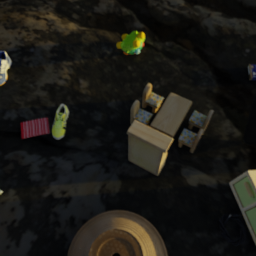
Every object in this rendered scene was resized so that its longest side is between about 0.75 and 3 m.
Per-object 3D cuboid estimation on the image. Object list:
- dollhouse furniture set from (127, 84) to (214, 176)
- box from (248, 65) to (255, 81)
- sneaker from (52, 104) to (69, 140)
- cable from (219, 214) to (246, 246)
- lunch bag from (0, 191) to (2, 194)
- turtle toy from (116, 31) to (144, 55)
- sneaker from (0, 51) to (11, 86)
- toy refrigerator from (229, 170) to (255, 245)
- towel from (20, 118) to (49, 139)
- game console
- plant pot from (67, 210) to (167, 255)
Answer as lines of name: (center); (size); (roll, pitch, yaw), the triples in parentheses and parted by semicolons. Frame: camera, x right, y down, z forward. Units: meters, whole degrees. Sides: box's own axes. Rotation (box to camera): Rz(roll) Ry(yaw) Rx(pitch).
dollhouse furniture set: (1.253, -0.173, 9.637); (2.591, 1.964, 2.957); (26, 62, 15)
box: (5.827, -2.331, 11.985); (1.276, 0.207, 0.773); (6, 59, 2)
sneaker: (-2.591, -0.249, 10.512); (0.545, 0.553, 1.446); (2, 62, -1)
cable: (3.222, 3.132, 8.655); (0.773, 0.241, 0.947); (3, 59, 2)
lunch bag: (-5.838, 1.863, 8.580); (2.744, 1.744, 2.327); (31, 64, 24)
turtle toy: (0.259, -3.795, 12.514); (1.120, 0.777, 1.537); (6, 53, 32)
sneaker: (-5.447, -2.523, 11.803); (0.607, 0.711, 1.612); (1, 60, -1)
toy refrigerator: (4.072, 2.604, 8.424); (0.873, 0.948, 2.497); (2, 56, -25)
towel: (-3.538, 0.016, 10.612); (1.054, 0.118, 0.762); (-12, 58, -9)
game console: (5.919, -0.385, 10.092); (2.436, 1.612, 2.770); (16, 90, -21)
plant pot: (-0.299, 3.661, 7.691); (2.949, 1.361, 2.949); (0, 60, -1)
